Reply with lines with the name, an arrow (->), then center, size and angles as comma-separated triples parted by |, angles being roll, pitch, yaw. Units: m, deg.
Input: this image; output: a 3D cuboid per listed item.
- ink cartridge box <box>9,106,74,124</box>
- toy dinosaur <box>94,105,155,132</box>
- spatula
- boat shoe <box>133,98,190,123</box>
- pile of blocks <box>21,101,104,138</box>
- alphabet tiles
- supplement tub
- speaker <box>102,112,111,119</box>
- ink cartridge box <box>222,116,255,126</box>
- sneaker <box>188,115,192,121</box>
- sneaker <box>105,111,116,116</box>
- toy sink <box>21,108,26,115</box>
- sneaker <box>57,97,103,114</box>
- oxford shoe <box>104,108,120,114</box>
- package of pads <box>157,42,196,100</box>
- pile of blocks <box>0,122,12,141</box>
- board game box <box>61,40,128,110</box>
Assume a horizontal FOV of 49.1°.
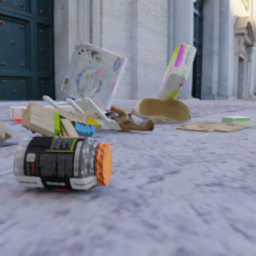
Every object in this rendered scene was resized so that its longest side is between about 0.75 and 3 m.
ink cartridge box -> -3.735, -0.652, 12.550 | 2.738, 0.612, 2.412 | -4, 7, -28
toy dinosaur -> -0.367, -0.223, 9.092 | 1.573, 0.895, 2.962 | 37, -11, -32
spatula -> -1.278, -0.324, 7.881 | 1.641, 0.190, 2.361 | 5, -17, 18
boat shoe -> 1.317, -0.662, 11.103 | 2.552, 0.941, 0.883 | 8, -14, -31
pile of blocks -> -1.574, 0.084, 6.902 | 0.772, 1.020, 2.484 | -44, -26, 26
alphabet tiles -> 2.859, -0.053, 9.731 | 2.417, 0.091, 2.020 | -7, 10, -44
supplement tub -> -0.781, 0.440, 3.488 | 1.089, 0.667, 0.667 | 1, 7, 8
speaker -> -1.129, -0.525, 12.327 | 0.405, 0.405, 0.997 | -4, 9, -31
ink cartridge box -> 4.340, -0.258, 10.735 | 0.889, 0.293, 1.222 | -3, 6, -20
sneaker -> 2.255, -0.449, 12.196 | 1.106, 0.413, 0.454 | 11, -3, 28
sneaker -> -0.895, -0.699, 14.004 | 0.283, 0.331, 0.806 | -7, 10, -45
toy sink -> -3.837, -0.558, 11.364 | 0.458, 0.533, 0.818 | 14, 16, 40
sneaker -> -2.651, -1.181, 15.167 | 2.588, 0.993, 1.440 | -7, 16, 0
oxford shoe -> -0.902, -0.946, 16.433 | 0.976, 0.345, 0.360 | -2, -19, -4
package of pads -> 1.873, -2.098, 11.213 | 0.759, 1.720, 2.227 | 20, -26, 0
pile of blocks -> -3.467, 0.144, 6.943 | 1.882, 0.772, 0.585 | 19, -24, 44
board game box -> -0.978, -1.494, 7.921 | 1.513, 1.521, 0.330 | 24, 13, 12
